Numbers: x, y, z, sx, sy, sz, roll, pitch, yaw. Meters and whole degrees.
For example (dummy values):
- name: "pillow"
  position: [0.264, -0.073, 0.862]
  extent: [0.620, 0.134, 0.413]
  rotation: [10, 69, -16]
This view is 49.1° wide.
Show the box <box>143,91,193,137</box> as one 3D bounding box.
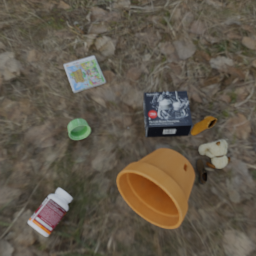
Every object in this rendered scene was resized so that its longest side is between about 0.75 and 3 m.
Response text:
- name: "box"
  position: [1.381, -0.500, 10.163]
  extent: [1.601, 0.833, 1.458]
  rotation: [-3, 61, -2]

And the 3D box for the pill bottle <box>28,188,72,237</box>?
- name: "pill bottle"
  position: [-2.335, 2.547, 8.565]
  extent: [0.754, 0.754, 1.336]
  rotation: [31, 66, 15]

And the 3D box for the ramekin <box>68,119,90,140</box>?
- name: "ramekin"
  position: [-1.739, 0.034, 9.806]
  extent: [0.772, 0.772, 0.377]
  rotation: [-20, 54, -10]

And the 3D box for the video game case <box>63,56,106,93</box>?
- name: "video game case"
  position: [-1.796, -2.221, 11.473]
  extent: [1.353, 0.164, 1.486]
  rotation: [-19, 64, -10]

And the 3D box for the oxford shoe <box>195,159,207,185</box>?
- name: "oxford shoe"
  position: [2.490, 1.426, 9.331]
  extent: [0.308, 0.358, 0.849]
  rotation: [-5, 71, -16]

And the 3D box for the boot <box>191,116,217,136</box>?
- name: "boot"
  position: [2.654, -0.045, 9.877]
  extent: [0.335, 0.681, 0.952]
  rotation: [44, 94, -11]

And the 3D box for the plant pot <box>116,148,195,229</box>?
- name: "plant pot"
  position: [0.984, 1.661, 8.395]
  extent: [2.204, 2.204, 1.543]
  rotation: [35, 53, 17]

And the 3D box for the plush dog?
- name: "plush dog"
  position: [3.060, 0.920, 9.513]
  extent: [1.072, 0.860, 0.921]
  rotation: [-14, 86, -7]
